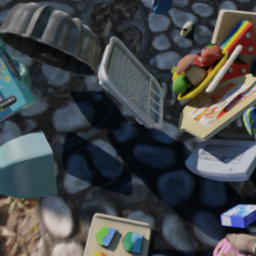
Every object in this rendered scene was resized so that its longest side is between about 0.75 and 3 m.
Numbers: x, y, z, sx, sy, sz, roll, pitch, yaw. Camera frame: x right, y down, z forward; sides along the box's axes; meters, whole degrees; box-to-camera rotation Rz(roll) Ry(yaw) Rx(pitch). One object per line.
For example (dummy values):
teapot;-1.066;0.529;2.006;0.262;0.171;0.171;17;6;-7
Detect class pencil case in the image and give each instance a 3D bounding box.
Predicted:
pencil case;3.449;4.169;7.319;2.769;1.146;1.198;41;102;18

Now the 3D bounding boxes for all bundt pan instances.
bundt pan;-2.103;-2.548;8.105;2.990;2.990;1.122;19;87;9

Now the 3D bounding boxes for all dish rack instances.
dish rack;0.076;-1.062;7.048;0.471;2.165;1.858;-27;35;31

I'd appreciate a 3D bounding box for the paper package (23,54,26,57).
paper package;-3.516;-3.242;9.686;1.071;0.582;1.124;-35;60;10

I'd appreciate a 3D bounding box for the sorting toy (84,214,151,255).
sorting toy;-0.352;3.591;8.044;1.797;0.354;1.941;10;64;5

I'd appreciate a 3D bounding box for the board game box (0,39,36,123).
board game box;-3.295;-1.092;6.492;1.470;0.457;1.947;-27;95;10

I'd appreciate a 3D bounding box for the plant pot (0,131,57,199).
plant pot;-2.308;0.878;6.175;1.152;1.128;1.131;-12;30;-24

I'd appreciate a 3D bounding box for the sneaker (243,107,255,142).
sneaker;4.852;0.428;9.294;1.158;0.990;2.794;-12;61;1

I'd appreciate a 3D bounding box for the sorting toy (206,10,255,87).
sorting toy;3.667;-2.210;8.496;2.287;2.273;0.796;-1;32;-14

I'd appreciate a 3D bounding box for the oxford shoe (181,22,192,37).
oxford shoe;2.551;-4.337;12.143;0.341;0.262;0.908;26;64;16

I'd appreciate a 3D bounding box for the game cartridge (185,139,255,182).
game cartridge;2.215;0.739;6.612;1.115;1.674;0.348;-49;117;-24

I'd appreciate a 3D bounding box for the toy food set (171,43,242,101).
toy food set;1.750;-1.597;7.418;0.869;2.661;1.566;38;86;-6

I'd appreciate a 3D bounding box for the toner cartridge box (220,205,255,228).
toner cartridge box;2.373;1.835;5.869;0.472;0.994;0.215;-8;85;41

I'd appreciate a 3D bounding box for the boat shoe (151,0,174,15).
boat shoe;0.906;-3.346;7.090;0.602;1.431;0.491;-9;88;-3

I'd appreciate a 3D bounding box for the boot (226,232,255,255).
boot;2.618;2.359;5.498;1.302;0.952;0.457;12;80;-15

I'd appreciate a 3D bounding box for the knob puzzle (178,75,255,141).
knob puzzle;2.280;-0.545;7.135;2.538;2.538;0.352;-44;110;-20

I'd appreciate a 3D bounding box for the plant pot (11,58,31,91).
plant pot;-3.617;-1.431;8.620;1.330;1.250;1.330;14;52;-19
